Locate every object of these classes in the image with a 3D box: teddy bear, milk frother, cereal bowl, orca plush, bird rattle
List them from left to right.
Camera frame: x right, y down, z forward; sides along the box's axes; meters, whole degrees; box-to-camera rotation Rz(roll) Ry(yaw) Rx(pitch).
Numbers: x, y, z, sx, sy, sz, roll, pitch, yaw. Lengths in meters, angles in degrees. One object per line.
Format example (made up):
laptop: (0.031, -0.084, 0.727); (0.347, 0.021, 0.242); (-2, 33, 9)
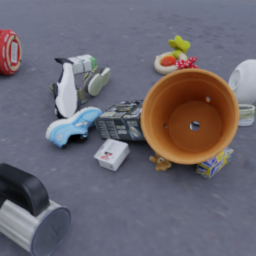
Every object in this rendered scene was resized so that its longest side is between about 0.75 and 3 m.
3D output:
milk frother: (-2.873, 2.160, 6.382); (2.076, 1.991, 2.207); (18, 50, 27)
orca plush: (-2.971, -1.596, 12.110); (1.050, 2.953, 1.554); (-18, -12, 29)
teddy bear: (1.156, 0.972, 9.471); (0.802, 0.369, 1.107); (11, 35, 21)
bird rattle: (2.685, -3.648, 15.948); (2.341, 1.617, 2.871); (-14, 53, 13)
cereal bowl: (5.056, -2.021, 12.334); (0.858, 2.061, 2.061); (13, 33, -8)

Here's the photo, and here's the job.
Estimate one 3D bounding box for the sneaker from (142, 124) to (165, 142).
sneaker: (0.996, 0.108, 10.712); (1.492, 0.567, 0.677); (-22, 21, -26)

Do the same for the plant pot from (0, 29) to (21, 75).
plant pot: (-7.391, -4.192, 15.192); (2.490, 2.734, 2.734); (6, 34, 2)

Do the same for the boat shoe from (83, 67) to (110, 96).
boat shoe: (-1.688, -2.356, 13.840); (0.868, 1.027, 2.882); (16, 26, 7)

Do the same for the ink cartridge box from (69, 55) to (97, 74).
ink cartridge box: (-2.735, -3.705, 16.301); (1.485, 0.617, 1.088); (-20, 38, -27)

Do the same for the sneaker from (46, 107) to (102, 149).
sneaker: (-1.798, 0.104, 10.555); (1.121, 0.976, 2.491); (43, 50, 19)

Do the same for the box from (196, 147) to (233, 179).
box: (2.859, 1.092, 9.212); (1.393, 0.448, 0.488); (-28, 42, -35)

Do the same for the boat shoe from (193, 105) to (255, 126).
boat shoe: (3.800, -0.602, 11.405); (2.614, 0.811, 0.941); (0, 31, -1)

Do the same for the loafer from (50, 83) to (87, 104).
loafer: (-2.853, -1.819, 13.302); (2.253, 0.785, 0.847); (21, 39, 28)

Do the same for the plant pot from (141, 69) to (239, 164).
plant pot: (2.048, -0.195, 9.097); (2.864, 2.864, 2.005); (15, -5, 22)

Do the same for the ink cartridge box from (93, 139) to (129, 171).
ink cartridge box: (-0.551, 0.879, 9.337); (0.818, 0.390, 0.931); (15, 50, 31)

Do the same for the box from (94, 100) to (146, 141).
box: (0.087, -0.320, 10.406); (2.041, 0.879, 1.671); (-1, 27, 37)
